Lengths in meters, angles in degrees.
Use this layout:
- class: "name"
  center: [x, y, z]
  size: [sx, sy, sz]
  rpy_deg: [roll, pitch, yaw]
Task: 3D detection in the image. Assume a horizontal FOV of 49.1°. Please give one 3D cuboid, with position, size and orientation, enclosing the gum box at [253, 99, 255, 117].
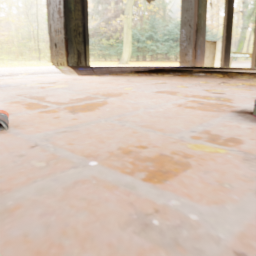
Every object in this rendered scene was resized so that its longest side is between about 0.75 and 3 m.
- class: "gum box"
  center: [6.504, -0.627, 11.814]
  size: [1.403, 0.817, 2.472]
  rpy_deg: [0, 16, 0]

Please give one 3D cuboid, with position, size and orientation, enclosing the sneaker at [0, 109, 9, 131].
- class: "sneaker"
  center: [-5.217, 0.047, 9.413]
  size: [2.404, 0.926, 0.984]
  rpy_deg: [-21, 51, -18]
